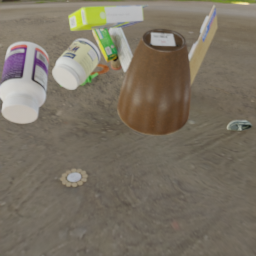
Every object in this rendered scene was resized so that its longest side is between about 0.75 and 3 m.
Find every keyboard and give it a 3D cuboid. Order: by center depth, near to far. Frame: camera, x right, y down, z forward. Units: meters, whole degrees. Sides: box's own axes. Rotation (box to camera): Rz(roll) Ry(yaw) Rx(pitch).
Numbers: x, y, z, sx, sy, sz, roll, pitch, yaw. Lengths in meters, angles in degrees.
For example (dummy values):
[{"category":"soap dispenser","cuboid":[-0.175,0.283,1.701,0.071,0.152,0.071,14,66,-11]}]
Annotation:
[{"category":"keyboard","cuboid":[-0.354,-3.692,12.339,0.148,0.779,2.768,7,50,-36]}]

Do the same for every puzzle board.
[{"category":"puzzle board","cuboid":[2.960,-3.237,11.677,0.258,2.962,2.232,25,6,19]}]

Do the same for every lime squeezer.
[{"category":"lime squeezer","cuboid":[-2.525,-2.726,16.056,2.619,0.494,0.925,-28,10,-36]}]

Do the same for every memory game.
[{"category":"memory game","cuboid":[-1.753,1.620,9.115,0.872,0.056,0.872,1,31,0]}]

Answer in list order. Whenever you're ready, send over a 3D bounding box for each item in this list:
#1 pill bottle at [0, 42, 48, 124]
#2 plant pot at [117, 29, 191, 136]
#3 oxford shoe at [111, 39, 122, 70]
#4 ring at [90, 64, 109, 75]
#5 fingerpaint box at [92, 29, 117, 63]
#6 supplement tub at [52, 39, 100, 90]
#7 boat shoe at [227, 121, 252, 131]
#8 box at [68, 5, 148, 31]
[{"category":"pill bottle","cuboid":[-3.419,-1.473,9.240,1.410,1.410,2.530,-3,58,-4]},{"category":"plant pot","cuboid":[0.800,-1.357,7.580,2.158,2.309,2.158,2,47,-2]},{"category":"oxford shoe","cuboid":[-0.542,-3.901,13.738,0.722,0.767,2.050,-4,72,1]},{"category":"ring","cuboid":[-2.203,-3.821,17.965,1.962,0.188,1.962,0,32,0]},{"category":"fingerpaint box","cuboid":[-1.028,-3.787,12.469,0.547,1.491,1.244,-26,5,-4]},{"category":"supplement tub","cuboid":[-1.612,-1.986,8.768,1.024,1.024,1.412,14,55,22]},{"category":"boat shoe","cuboid":[4.616,-0.068,11.570,1.107,0.403,0.342,-7,28,-21]},{"category":"box","cuboid":[-0.713,-4.162,10.606,2.656,0.633,1.620,-15,16,-28]}]
